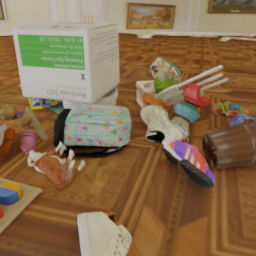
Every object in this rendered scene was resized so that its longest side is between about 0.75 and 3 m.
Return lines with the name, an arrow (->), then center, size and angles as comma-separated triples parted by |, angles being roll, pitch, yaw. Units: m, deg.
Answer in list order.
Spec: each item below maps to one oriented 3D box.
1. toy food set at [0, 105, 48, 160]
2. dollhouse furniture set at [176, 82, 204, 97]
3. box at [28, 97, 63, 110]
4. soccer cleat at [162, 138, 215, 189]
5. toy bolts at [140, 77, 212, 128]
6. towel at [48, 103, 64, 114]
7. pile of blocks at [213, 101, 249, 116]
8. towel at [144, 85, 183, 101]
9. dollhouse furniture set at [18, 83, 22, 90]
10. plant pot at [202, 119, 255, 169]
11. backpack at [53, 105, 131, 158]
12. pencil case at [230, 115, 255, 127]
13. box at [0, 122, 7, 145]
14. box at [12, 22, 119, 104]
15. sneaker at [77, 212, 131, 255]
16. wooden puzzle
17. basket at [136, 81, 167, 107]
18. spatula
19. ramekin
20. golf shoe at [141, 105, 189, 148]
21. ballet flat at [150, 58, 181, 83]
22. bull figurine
toy food set -> -3.749, 0.151, 8.626 | 0.457, 1.843, 2.899 | -33, -2, 35
dollhouse furniture set -> 2.982, -2.184, 14.128 | 1.776, 0.891, 1.163 | 24, 34, 21
box -> -3.421, -1.450, 12.837 | 0.772, 0.708, 2.203 | -2, 17, 34
soccer cleat -> 1.752, 0.865, 7.686 | 0.797, 0.743, 2.179 | -34, 27, -8
toy bolts -> 1.949, -0.613, 11.030 | 2.486, 1.805, 2.603 | 33, -4, -30
towel -> -2.784, -0.854, 12.500 | 1.050, 0.155, 1.431 | -21, 32, -37
pile of blocks -> 4.296, -0.744, 11.726 | 1.458, 0.599, 0.453 | 8, 26, 16
towel -> 1.997, -2.061, 15.106 | 1.919, 0.316, 2.651 | -15, 30, -33
dollhouse furniture set -> -4.954, -2.504, 14.862 | 0.982, 1.387, 1.510 | -28, 23, 22
plant pot -> 2.989, 0.542, 8.120 | 1.390, 1.404, 1.404 | -10, 25, -5
backpack -> -1.074, -0.004, 9.027 | 2.355, 1.491, 1.965 | 2, 22, -1
pencil case -> 4.930, -0.006, 9.344 | 2.883, 1.252, 1.125 | -6, 55, -11
box -> -4.962, 0.319, 9.061 | 1.733, 0.845, 1.078 | 6, 25, 10
box -> -2.038, -2.483, 10.125 | 2.787, 2.399, 2.800 | 7, 26, 16
sneaker -> -0.332, 2.209, 4.911 | 0.970, 0.834, 2.291 | -8, 24, -11
wooden puzzle -> -3.356, 1.699, 6.487 | 1.894, 0.473, 2.045 | 9, 26, 20
basket -> 1.068, -1.465, 12.800 | 1.122, 1.021, 1.655 | -5, 26, -12
spatula -> 2.366, -1.475, 10.381 | 2.565, 0.206, 1.783 | -21, -21, 21
ramekin -> -1.569, -1.027, 11.479 | 2.274, 1.193, 2.274 | 2, 28, -1
golf shoe -> 0.970, -0.060, 9.827 | 1.196, 0.963, 2.459 | -23, 34, -23
ballet flat -> 1.649, -2.516, 12.958 | 0.943, 1.116, 2.951 | -35, 20, 8
bull figurine -> -2.039, 0.964, 7.780 | 1.777, 0.579, 1.079 | 30, 73, 36
